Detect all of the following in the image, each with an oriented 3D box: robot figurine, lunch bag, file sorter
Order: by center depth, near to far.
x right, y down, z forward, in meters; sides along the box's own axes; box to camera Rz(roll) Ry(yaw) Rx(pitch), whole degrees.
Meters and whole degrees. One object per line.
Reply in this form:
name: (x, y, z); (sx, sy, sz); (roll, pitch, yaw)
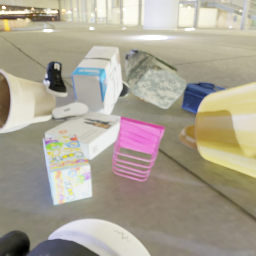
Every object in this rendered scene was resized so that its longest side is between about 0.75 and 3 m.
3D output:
robot figurine: (-0.744, 2.132, 2.728); (1.673, 2.014, 2.681); (-15, 13, 35)
file sorter: (0.159, 0.528, 6.168); (0.935, 1.346, 0.844); (14, 63, 4)
lunch bag: (2.928, -1.192, 10.761); (1.122, 1.093, 1.652); (-18, 29, -34)
lunch bag: (0.939, -2.021, 10.891); (2.148, 1.496, 1.801); (19, 30, -34)

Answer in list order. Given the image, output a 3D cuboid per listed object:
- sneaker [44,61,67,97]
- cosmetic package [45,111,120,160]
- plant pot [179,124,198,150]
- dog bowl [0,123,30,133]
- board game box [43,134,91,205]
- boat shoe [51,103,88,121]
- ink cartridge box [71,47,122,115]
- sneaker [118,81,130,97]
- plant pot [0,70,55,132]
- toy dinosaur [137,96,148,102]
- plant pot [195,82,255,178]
sneaker: (-2.175, -1.530, 8.374); (0.546, 0.836, 1.495); (1, 25, -33)
cosmetic package: (-1.207, 0.123, 8.542); (1.570, 0.538, 2.082); (9, 26, 26)
plant pot: (2.446, 0.234, 8.646); (1.727, 0.237, 1.727); (1, 25, 0)
dog bowl: (-4.459, -0.579, 9.839); (2.522, 0.739, 2.522); (0, 24, 0)
board game box: (-1.435, 0.877, 6.462); (0.822, 0.837, 1.597); (-8, 26, -18)
boat shoe: (-1.842, -0.467, 8.820); (1.182, 0.401, 0.424); (-18, 72, -32)
ink cartridge box: (-1.044, -1.678, 10.332); (1.068, 1.849, 2.533); (5, 38, 12)
sneaker: (-1.000, -1.954, 12.781); (2.379, 0.837, 1.112); (8, 19, 13)
plant pot: (-3.196, -0.780, 8.485); (1.774, 1.774, 1.624); (20, 14, 38)
toy dinosaur: (0.755, -1.403, 12.269); (0.672, 0.382, 1.266); (16, 36, 4)
plant pot: (3.075, 0.034, 6.426); (2.535, 2.695, 2.695); (5, 21, 45)
